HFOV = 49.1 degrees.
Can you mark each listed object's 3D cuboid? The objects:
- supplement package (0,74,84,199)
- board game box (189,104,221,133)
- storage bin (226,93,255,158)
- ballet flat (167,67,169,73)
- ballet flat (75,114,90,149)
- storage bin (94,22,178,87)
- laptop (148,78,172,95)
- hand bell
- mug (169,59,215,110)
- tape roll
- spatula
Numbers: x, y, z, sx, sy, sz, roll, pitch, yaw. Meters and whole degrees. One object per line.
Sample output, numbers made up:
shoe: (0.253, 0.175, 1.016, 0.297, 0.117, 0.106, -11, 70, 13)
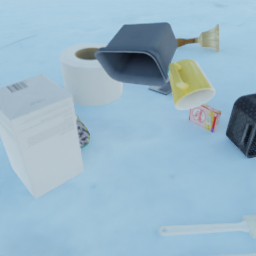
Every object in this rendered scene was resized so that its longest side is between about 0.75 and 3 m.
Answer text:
supplement package: (-2.008, 0.188, 6.297, 1.346, 2.220, 1.329, -28, 45, -32)
board game box: (2.261, -0.364, 8.303, 0.210, 0.686, 0.906, -29, 45, -33)
storage bin: (3.842, -0.171, 7.463, 2.059, 1.392, 0.966, -11, 39, -14)
ballet flat: (1.146, -3.052, 11.442, 0.931, 0.985, 2.924, 30, 34, -19)
ballet flat: (-2.158, -0.412, 8.141, 1.020, 1.020, 2.837, -29, 46, -32)
storage bin: (0.248, -1.342, 5.059, 1.315, 0.957, 0.883, 14, 65, 38)
laptop: (1.562, -1.752, 10.111, 1.215, 0.704, 1.138, 24, 43, 28)
hand bell: (3.045, -4.088, 13.161, 2.358, 1.228, 1.228, -1, 35, 20)
mug: (1.378, -1.091, 6.339, 0.936, 1.169, 0.960, -15, 70, -1)
tape roll: (-1.226, -1.898, 9.695, 2.087, 1.433, 2.087, -1, 37, 0)
spatula: (2.043, 2.401, 5.065, 2.782, 0.223, 1.934, -2, 38, -3)
